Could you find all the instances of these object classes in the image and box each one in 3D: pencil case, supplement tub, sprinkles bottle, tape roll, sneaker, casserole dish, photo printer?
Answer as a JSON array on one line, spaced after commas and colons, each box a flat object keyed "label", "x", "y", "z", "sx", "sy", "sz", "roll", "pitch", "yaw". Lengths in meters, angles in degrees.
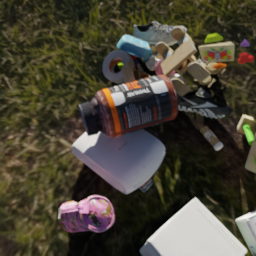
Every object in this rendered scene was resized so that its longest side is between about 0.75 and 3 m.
[{"label": "pencil case", "x": -1.076, "y": 2.132, "z": 6.833, "sx": 0.855, "sy": 1.977, "sz": 0.818, "roll": -12, "pitch": 80, "yaw": -34}, {"label": "supplement tub", "x": -0.013, "y": -0.539, "z": 7.714, "sx": 2.541, "sy": 1.359, "sz": 1.359, "roll": -17, "pitch": 65, "yaw": -11}, {"label": "sprinkles bottle", "x": 2.598, "y": 0.320, "z": 8.745, "sx": 0.284, "sy": 0.284, "sz": 0.832, "roll": -24, "pitch": 56, "yaw": -12}, {"label": "tape roll", "x": -0.336, "y": -2.088, "z": 9.625, "sx": 1.083, "sy": 0.358, "sz": 1.083, "roll": -4, "pitch": 80, "yaw": 25}, {"label": "sneaker", "x": 1.100, "y": -3.451, "z": 10.124, "sx": 1.973, "sy": 0.809, "sz": 0.737, "roll": -4, "pitch": 52, "yaw": 13}, {"label": "casserole dish", "x": 0.219, "y": -2.688, "z": 9.167, "sx": 1.101, "sy": 0.353, "sz": 1.818, "roll": 19, "pitch": 25, "yaw": -6}, {"label": "sneaker", "x": 2.411, "y": -0.832, "z": 8.918, "sx": 1.863, "sy": 0.843, "sz": 0.619, "roll": 13, "pitch": 32, "yaw": 14}, {"label": "photo printer", "x": -0.209, "y": 0.692, "z": 8.135, "sx": 2.283, "sy": 0.793, "sz": 1.899, "roll": 34, "pitch": 62, "yaw": 26}]

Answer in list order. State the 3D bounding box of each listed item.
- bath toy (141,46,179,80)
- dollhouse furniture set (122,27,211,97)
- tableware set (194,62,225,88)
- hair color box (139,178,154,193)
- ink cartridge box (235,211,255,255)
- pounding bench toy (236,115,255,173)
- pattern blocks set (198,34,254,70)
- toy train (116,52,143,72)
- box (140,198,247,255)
[{"label": "bath toy", "x": 1.293, "y": -2.054, "z": 9.827, "sx": 0.824, "sy": 0.700, "sz": 1.895, "roll": -44, "pitch": 66, "yaw": 15}, {"label": "dollhouse furniture set", "x": 1.049, "y": -1.934, "z": 8.647, "sx": 1.389, "sy": 2.135, "sz": 1.961, "roll": 27, "pitch": 37, "yaw": -35}, {"label": "tableware set", "x": 2.864, "y": -1.908, "z": 9.994, "sx": 0.710, "sy": 0.215, "sz": 1.074, "roll": 40, "pitch": 72, "yaw": 14}, {"label": "hair color box", "x": 0.310, "y": 1.463, "z": 8.287, "sx": 0.841, "sy": 0.255, "sz": 0.416, "roll": 41, "pitch": 70, "yaw": 19}, {"label": "ink cartridge box", "x": 3.977, "y": 2.999, "z": 6.940, "sx": 1.580, "sy": 0.927, "sz": 2.158, "roll": -22, "pitch": 71, "yaw": -5}, {"label": "pounding bench toy", "x": 3.871, "y": 0.409, "z": 7.655, "sx": 2.298, "sy": 1.427, "sz": 1.792, "roll": 23, "pitch": 25, "yaw": 34}, {"label": "pattern blocks set", "x": 2.934, "y": -2.444, "z": 9.199, "sx": 1.997, "sy": 1.755, "sz": 0.162, "roll": -4, "pitch": 64, "yaw": 34}, {"label": "toy train", "x": -0.009, "y": -2.264, "z": 9.979, "sx": 0.763, "sy": 0.558, "sz": 1.319, "roll": -25, "pitch": 63, "yaw": 0}, {"label": "box", "x": 1.479, "y": 2.986, "z": 6.765, "sx": 1.681, "sy": 1.440, "sz": 1.673, "roll": -35, "pitch": 68, "yaw": -24}]
